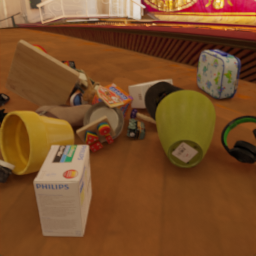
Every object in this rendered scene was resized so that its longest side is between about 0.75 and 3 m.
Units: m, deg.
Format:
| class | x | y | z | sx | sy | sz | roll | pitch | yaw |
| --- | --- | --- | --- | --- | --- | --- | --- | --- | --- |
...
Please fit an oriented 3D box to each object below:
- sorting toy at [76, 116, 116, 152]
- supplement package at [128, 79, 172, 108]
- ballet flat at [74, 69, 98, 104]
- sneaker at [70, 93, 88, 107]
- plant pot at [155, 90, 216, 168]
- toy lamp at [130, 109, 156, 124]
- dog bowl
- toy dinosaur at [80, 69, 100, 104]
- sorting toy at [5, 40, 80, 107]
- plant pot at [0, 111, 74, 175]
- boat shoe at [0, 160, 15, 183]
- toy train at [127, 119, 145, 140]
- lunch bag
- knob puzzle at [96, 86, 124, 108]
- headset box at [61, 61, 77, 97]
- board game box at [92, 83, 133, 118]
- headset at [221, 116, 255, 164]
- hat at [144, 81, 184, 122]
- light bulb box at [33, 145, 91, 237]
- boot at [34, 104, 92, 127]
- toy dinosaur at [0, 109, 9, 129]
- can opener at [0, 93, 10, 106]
| class | x | y | z | sx | sy | sz | roll | pitch | yaw |
| --- | --- | --- | --- | --- | --- | --- | --- | --- | --- |
| sorting toy | -1.047 | 0.284 | 9.786 | 1.137 | 1.131 | 0.396 | -28 | 53 | -3 |
| supplement package | 1.167 | -1.695 | 13.776 | 1.958 | 1.114 | 1.073 | -17 | 14 | -31 |
| ballet flat | -1.752 | -1.858 | 13.370 | 2.737 | 1.016 | 1.016 | 35 | 35 | 10 |
| sneaker | -1.869 | -1.414 | 13.798 | 1.287 | 0.708 | 1.757 | 3 | 17 | 26 |
| plant pot | 1.874 | 0.202 | 9.284 | 2.149 | 2.149 | 2.297 | 5 | 32 | 9 |
| toy lamp | 0.979 | -0.328 | 11.809 | 1.825 | 0.531 | 0.531 | 20 | 32 | 20 |
| dog bowl | -0.898 | -0.203 | 10.784 | 1.579 | 1.579 | 0.463 | 6 | -12 | 11 |
| toy dinosaur | -1.579 | -1.603 | 12.290 | 1.049 | 2.075 | 0.604 | -25 | 46 | -36 |
| sorting toy | -3.640 | -2.208 | 12.175 | 2.639 | 2.623 | 0.919 | 30 | 41 | -11 |
| plant pot | -2.869 | 0.410 | 9.153 | 1.943 | 1.943 | 1.828 | 21 | 18 | 37 |
| boat shoe | -4.304 | 1.248 | 8.627 | 2.041 | 0.754 | 0.616 | 7 | 67 | 31 |
| toy train | 0.334 | 0.043 | 11.287 | 0.706 | 0.528 | 1.239 | 12 | 25 | -3 |
| lunch bag | 4.877 | -3.004 | 15.307 | 1.199 | 2.337 | 2.908 | -7 | 26 | -11 |
| knob puzzle | -0.764 | -1.287 | 10.999 | 1.268 | 0.176 | 1.268 | 28 | 31 | -18 |
| headset box | -3.207 | -2.484 | 14.695 | 0.727 | 1.568 | 1.365 | -8 | -13 | -35 |
| board game box | -0.732 | -0.976 | 12.066 | 1.196 | 1.195 | 1.195 | 39 | 40 | 15 |
| headset | 4.080 | 0.658 | 8.936 | 1.506 | 1.146 | 2.439 | -39 | 41 | 8 |
| hat | 1.701 | -0.780 | 12.088 | 2.424 | 0.978 | 2.424 | 8 | 62 | -15 |
| light bulb box | -1.529 | 1.509 | 6.984 | 1.021 | 1.636 | 1.622 | 0 | 26 | 0 |
| boot | -2.414 | -0.302 | 11.207 | 2.815 | 0.989 | 2.058 | 11 | 24 | 21 |
| toy dinosaur | -4.853 | -0.022 | 11.004 | 2.450 | 1.251 | 1.663 | -16 | 4 | -2 |
| can opener | -6.561 | -1.196 | 13.868 | 0.555 | 0.689 | 1.752 | 40 | 32 | -7 |
